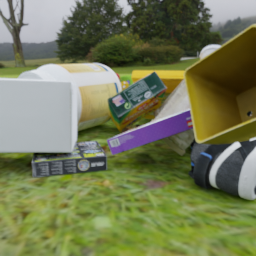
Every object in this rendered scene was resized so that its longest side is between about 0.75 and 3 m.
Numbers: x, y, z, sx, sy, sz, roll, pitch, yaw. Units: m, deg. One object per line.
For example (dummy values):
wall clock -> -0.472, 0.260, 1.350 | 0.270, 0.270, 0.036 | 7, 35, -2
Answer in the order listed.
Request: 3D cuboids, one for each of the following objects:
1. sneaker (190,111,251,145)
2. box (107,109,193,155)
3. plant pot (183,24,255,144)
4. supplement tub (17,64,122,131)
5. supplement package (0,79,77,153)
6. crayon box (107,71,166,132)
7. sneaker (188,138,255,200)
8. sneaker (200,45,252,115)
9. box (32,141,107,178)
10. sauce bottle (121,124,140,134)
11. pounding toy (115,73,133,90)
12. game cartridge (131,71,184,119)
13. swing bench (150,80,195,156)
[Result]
sneaker -> 2.633, -0.418, 6.834 | 0.972, 2.773, 1.080 | 43, 8, -42
box -> 0.669, 0.023, 5.988 | 1.910, 0.373, 1.307 | -20, 0, 26
plant pot -> 1.729, -0.437, 4.067 | 1.112, 1.260, 1.260 | 16, -32, -36
supplement tub -> -1.792, -0.926, 8.776 | 2.110, 2.110, 2.917 | 9, 17, 34
supplement package -> -2.363, -0.305, 5.922 | 2.471, 1.449, 1.444 | 1, 8, -6
crayon box -> 0.224, -0.634, 8.307 | 1.509, 0.604, 2.377 | -32, -9, -6
sneaker -> 2.090, 0.438, 5.614 | 1.465, 0.957, 2.619 | 11, 18, 35
sneaker -> 3.174, -1.214, 8.644 | 1.687, 2.935, 1.103 | -45, 3, -41
box -> -1.302, 0.644, 6.132 | 1.486, 0.329, 1.191 | -4, 14, -16
sauce bottle -> 0.116, 0.049, 8.695 | 0.286, 0.286, 0.866 | 7, 18, 28
pounding toy -> -0.316, -1.435, 10.544 | 1.310, 1.697, 0.787 | 9, -23, 29
game cartridge -> 1.460, -1.026, 9.663 | 2.311, 0.425, 2.622 | 3, -24, 15
swing bench -> 1.539, -0.524, 7.188 | 1.177, 1.805, 1.815 | 40, 17, 1
